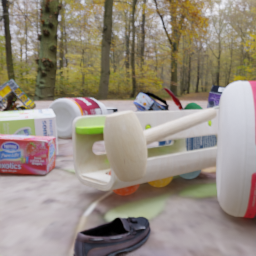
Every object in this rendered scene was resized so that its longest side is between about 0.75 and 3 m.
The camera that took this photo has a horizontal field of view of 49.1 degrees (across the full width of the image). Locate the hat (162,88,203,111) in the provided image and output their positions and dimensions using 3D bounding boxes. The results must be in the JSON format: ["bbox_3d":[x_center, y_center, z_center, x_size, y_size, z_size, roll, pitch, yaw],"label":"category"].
[{"bbox_3d":[2.590,-0.982,11.592,1.656,1.760,1.999,-10,6,20],"label":"hat"}]

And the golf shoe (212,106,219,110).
[{"bbox_3d":[2.465,-0.383,6.397,1.286,0.467,0.592,-1,9,-13],"label":"golf shoe"}]

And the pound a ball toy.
[{"bbox_3d":[0.508,0.354,4.032,2.827,1.201,1.844,-5,3,-37],"label":"pound a ball toy"}]

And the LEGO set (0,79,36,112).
[{"bbox_3d":[-5.765,-0.998,12.966,2.639,2.029,1.529,2,43,38],"label":"LEGO set"}]

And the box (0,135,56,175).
[{"bbox_3d":[-2.102,0.481,5.290,1.339,0.639,0.667,2,4,1],"label":"box"}]

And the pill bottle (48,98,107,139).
[{"bbox_3d":[-1.672,-0.410,9.877,1.300,1.300,2.301,3,8,22],"label":"pill bottle"}]

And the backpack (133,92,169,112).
[{"bbox_3d":[0.875,-0.796,11.824,1.434,1.159,1.505,43,-6,7],"label":"backpack"}]

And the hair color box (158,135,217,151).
[{"bbox_3d":[2.159,0.302,6.155,2.716,0.822,1.358,5,8,34],"label":"hair color box"}]

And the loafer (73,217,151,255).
[{"bbox_3d":[-0.108,1.016,2.708,0.345,0.302,0.960,7,10,42],"label":"loafer"}]

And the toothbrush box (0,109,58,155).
[{"bbox_3d":[-2.821,0.140,6.583,2.166,0.932,1.577,-4,11,-17],"label":"toothbrush box"}]

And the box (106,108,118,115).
[{"bbox_3d":[-1.824,-0.480,12.243,1.510,0.778,2.589,6,8,39],"label":"box"}]

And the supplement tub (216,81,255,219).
[{"bbox_3d":[2.257,0.283,3.195,2.338,1.641,1.641,2,8,15],"label":"supplement tub"}]

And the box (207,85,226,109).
[{"bbox_3d":[2.386,-0.534,7.133,0.694,0.939,0.490,13,36,21],"label":"box"}]
